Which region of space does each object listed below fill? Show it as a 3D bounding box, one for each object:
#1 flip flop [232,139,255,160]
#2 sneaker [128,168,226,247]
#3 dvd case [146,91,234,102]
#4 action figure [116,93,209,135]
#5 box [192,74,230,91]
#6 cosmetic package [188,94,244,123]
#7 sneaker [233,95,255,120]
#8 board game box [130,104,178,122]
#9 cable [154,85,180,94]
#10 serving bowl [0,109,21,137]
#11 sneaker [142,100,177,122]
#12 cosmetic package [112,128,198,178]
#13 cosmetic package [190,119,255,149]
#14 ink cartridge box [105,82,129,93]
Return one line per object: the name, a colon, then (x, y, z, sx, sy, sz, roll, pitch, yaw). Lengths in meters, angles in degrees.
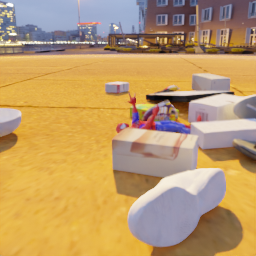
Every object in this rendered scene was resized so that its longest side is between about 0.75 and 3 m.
flip flop: (3.172, 0.291, 5.675, 2.130, 0.613, 0.864, 0, 18, 1)
sneaker: (0.542, 0.964, 3.739, 0.816, 0.694, 1.845, 0, 7, 44)
dvd case: (2.117, -1.164, 10.195, 1.973, 0.243, 2.766, -7, 10, -22)
action figure: (0.816, -0.297, 6.865, 2.272, 1.125, 0.741, -6, 18, -10)
box: (3.695, -1.992, 12.689, 0.909, 0.745, 1.915, -3, 18, -11)
cosmetic package: (2.676, -0.527, 8.196, 1.831, 0.678, 0.931, -18, 25, -41)
sneaker: (3.892, -0.450, 7.815, 2.627, 0.924, 1.053, 0, 9, -21)
board game box: (0.776, -0.449, 8.516, 1.330, 0.317, 0.676, 14, 22, 38)
cable: (1.598, -1.675, 12.362, 1.359, 0.342, 0.660, -12, 21, -33)
serving bowl: (-3.452, -0.058, 6.946, 1.575, 0.518, 1.575, -1, 17, 0)
sneaker: (0.858, -0.364, 7.500, 1.059, 0.397, 0.477, -30, 71, -29)
cosmetic package: (0.503, 0.453, 5.136, 1.450, 0.633, 0.749, 6, 18, 18)
cosmetic package: (2.377, 0.130, 6.483, 1.710, 0.433, 0.706, -4, 18, -11)
ink cartridge box: (-0.502, -1.877, 12.911, 0.683, 0.396, 0.947, 12, 21, 33)
